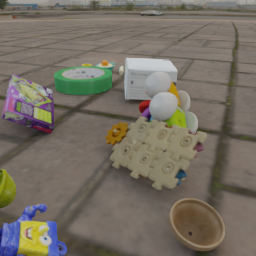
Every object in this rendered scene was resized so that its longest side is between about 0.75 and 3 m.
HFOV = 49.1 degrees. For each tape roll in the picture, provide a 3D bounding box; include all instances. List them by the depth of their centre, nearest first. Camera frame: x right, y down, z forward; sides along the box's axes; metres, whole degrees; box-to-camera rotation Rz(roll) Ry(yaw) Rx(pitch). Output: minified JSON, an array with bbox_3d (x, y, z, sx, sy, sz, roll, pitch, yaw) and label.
[{"bbox_3d":[-1.970,-2.152,12.461,2.519,0.605,2.519,-1,26,0],"label":"tape roll"}]

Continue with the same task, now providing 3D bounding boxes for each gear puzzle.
[{"bbox_3d":[0.368,0.477,6.600,2.922,0.383,1.513,18,65,49],"label":"gear puzzle"}]

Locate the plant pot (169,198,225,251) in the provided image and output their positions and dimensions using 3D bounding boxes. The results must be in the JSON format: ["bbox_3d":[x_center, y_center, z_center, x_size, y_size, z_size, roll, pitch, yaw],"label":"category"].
[{"bbox_3d":[1.106,1.687,4.719,0.922,0.425,0.922,7,38,-6],"label":"plant pot"}]

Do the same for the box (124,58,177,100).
[{"bbox_3d":[0.814,-1.949,11.063,1.864,1.225,1.874,2,26,-3],"label":"box"}]

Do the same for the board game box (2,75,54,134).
[{"bbox_3d":[-3.083,-0.808,8.841,1.436,0.386,2.393,26,24,-29],"label":"board game box"}]

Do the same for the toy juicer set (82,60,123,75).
[{"bbox_3d":[-1.091,-3.080,14.324,2.315,0.630,1.473,-9,27,-19],"label":"toy juicer set"}]

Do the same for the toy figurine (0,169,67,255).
[{"bbox_3d":[-1.692,1.802,4.472,1.374,1.210,2.293,20,20,-26],"label":"toy figurine"}]

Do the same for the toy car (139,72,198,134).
[{"bbox_3d":[0.981,-0.501,8.124,1.461,1.705,1.948,-31,48,26],"label":"toy car"}]
